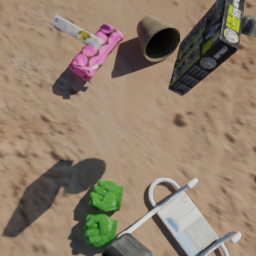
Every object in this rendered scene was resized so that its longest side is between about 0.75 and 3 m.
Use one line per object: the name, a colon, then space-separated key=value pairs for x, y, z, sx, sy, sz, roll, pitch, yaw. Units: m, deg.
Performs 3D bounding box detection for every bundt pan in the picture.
bundt pan: x=2.357 y=-1.911 z=5.269 sx=0.920 sy=0.920 sz=0.345 roll=12 pitch=112 yaw=4

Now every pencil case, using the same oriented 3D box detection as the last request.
pencil case: x=-0.929 y=-2.336 z=8.637 sx=0.868 sy=0.896 sz=1.912 roll=41 pitch=76 yaw=-30

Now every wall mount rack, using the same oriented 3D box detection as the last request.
wall mount rack: x=1.244 y=2.693 z=7.008 sx=2.492 sy=1.069 sz=2.868 roll=-35 pitch=75 yaw=-10

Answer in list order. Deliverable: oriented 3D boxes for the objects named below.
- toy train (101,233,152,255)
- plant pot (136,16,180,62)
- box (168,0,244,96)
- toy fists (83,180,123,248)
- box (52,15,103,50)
toy train: x=0.306 y=2.491 z=4.071 sx=1.997 sy=1.138 sz=0.851 roll=32 pitch=34 yaw=33
plant pot: x=0.820 y=-2.892 z=8.724 sx=1.246 sy=1.246 sz=1.081 roll=-24 pitch=59 yaw=-7
box: x=1.345 y=-1.454 z=4.971 sx=0.346 sy=1.561 sz=1.251 roll=23 pitch=62 yaw=-13
toy fists: x=-0.683 y=2.250 z=7.398 sx=0.876 sy=0.591 sz=1.719 roll=9 pitch=75 yaw=3
box: x=-0.927 y=-1.734 z=5.089 sx=0.993 sy=0.206 sz=0.192 roll=32 pitch=103 yaw=13
